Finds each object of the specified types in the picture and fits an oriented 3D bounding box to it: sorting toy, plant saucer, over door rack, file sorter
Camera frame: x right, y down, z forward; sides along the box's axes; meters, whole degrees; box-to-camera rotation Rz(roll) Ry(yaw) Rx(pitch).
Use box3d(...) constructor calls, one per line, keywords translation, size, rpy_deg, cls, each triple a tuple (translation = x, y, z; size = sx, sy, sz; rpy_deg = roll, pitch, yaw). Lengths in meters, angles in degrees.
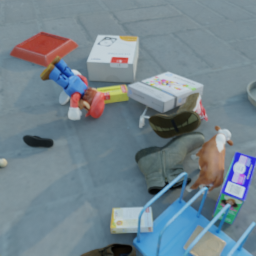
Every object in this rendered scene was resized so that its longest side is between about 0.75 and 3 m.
box3d(translation=(1.909, 2.948, 6.989), size=(0.793, 0.156, 0.856), rpy_deg=(28, 44, 28), cls="sorting toy")
box3d(translation=(-4.478, -4.331, 14.927), size=(2.650, 0.486, 2.645), rpy_deg=(21, 47, 20), cls="plant saucer")
box3d(translation=(1.314, -0.420, 10.659), size=(1.524, 0.687, 2.063), rpy_deg=(8, 29, 9), cls="over door rack")
box3d(translation=(1.743, 2.659, 6.506), size=(1.906, 1.685, 2.747), rpy_deg=(-32, 51, -31), cls="file sorter")

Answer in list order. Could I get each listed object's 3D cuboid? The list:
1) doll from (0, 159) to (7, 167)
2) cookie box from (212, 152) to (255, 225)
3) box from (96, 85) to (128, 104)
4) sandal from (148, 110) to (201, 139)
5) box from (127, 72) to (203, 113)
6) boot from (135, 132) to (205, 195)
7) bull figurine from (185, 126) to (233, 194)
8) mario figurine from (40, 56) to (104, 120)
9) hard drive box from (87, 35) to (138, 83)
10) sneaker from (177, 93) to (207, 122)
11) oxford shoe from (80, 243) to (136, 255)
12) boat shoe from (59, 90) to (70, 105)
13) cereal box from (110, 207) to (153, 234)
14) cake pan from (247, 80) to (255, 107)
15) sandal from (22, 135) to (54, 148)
box3d(translation=(-4.553, 1.347, 8.905), size=(1.351, 0.327, 0.922), rpy_deg=(-21, 39, -30), cls="doll")
box3d(translation=(2.843, 1.652, 7.526), size=(0.592, 1.577, 1.349), rpy_deg=(19, 56, 22), cls="cookie box")
box3d(translation=(-0.863, -1.372, 11.763), size=(1.690, 0.423, 0.636), rpy_deg=(-8, 43, -8), cls="box")
box3d(translation=(1.516, -0.196, 9.021), size=(0.587, 0.879, 2.152), rpy_deg=(-27, 6, -37), cls="sandal")
box3d(translation=(1.535, -1.523, 11.450), size=(2.515, 0.518, 1.961), rpy_deg=(-23, 40, -36), cls="box")
box3d(translation=(1.560, 1.158, 8.761), size=(2.505, 0.848, 1.636), rpy_deg=(-20, 44, -8), cls="boot")
box3d(translation=(2.461, 0.985, 8.444), size=(0.750, 1.397, 2.302), rpy_deg=(32, 44, -3), cls="bull figurine")
box3d(translation=(-2.081, -1.292, 10.597), size=(1.650, 2.674, 1.417), rpy_deg=(-50, 20, -9), cls="mario figurine")
box3d(translation=(-0.635, -3.355, 13.450), size=(2.116, 1.042, 2.714), rpy_deg=(3, 43, 4), cls="hard drive box")
box3d(translation=(2.350, -0.425, 10.125), size=(0.680, 1.074, 1.909), rpy_deg=(-8, 26, 34), cls="sneaker")
box3d(translation=(-0.570, 3.078, 6.803), size=(1.538, 0.649, 0.559), rpy_deg=(-10, 42, -9), cls="oxford shoe")
box3d(translation=(-2.460, -1.522, 11.855), size=(0.513, 0.475, 1.389), rpy_deg=(1, 62, 27), cls="boat shoe")
box3d(translation=(0.100, 2.479, 7.554), size=(1.100, 0.217, 0.791), rpy_deg=(-2, 23, 3), cls="cereal box")
box3d(translation=(6.015, -1.323, 11.743), size=(2.079, 0.381, 2.079), rpy_deg=(0, 43, 0), cls="cake pan")
box3d(translation=(-3.154, 0.478, 9.868), size=(1.091, 0.410, 0.261), rpy_deg=(10, 19, 0), cls="sandal")
